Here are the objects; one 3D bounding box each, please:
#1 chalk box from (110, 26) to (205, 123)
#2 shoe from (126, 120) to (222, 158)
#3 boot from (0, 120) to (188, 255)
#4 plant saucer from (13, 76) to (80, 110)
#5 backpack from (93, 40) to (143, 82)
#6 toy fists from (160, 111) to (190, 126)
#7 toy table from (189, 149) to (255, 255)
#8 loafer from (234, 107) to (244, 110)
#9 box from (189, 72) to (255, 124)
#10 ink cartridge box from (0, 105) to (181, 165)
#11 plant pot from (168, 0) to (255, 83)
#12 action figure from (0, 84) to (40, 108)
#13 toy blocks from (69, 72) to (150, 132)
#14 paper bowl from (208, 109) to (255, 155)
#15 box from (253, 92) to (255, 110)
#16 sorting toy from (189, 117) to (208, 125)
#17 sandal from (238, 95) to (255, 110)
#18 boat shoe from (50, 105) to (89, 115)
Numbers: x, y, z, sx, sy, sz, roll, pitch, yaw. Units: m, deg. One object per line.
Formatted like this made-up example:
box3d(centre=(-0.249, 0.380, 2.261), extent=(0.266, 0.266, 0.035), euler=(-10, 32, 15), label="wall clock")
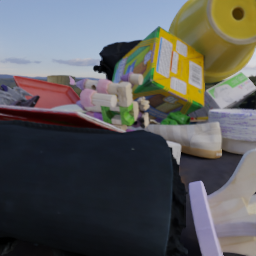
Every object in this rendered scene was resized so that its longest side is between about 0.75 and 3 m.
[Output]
box3d(centre=(0.471, -0.957, 6.751), extent=(1.460, 1.467, 2.359), euler=(22, -28, -28), label="chalk box")
box3d(centre=(0.766, 0.119, 5.740), extent=(2.399, 0.640, 0.839), euler=(7, 10, 40), label="shoe")
box3d(centre=(-0.839, 0.426, 2.449), extent=(2.202, 1.001, 2.621), euler=(8, -5, -7), label="boot")
box3d(centre=(-3.031, -1.110, 11.119), extent=(2.566, 0.471, 2.561), euler=(5, 30, -40), label="plant saucer")
box3d(centre=(0.341, -1.671, 10.213), extent=(2.388, 2.861, 1.811), euler=(4, 42, 23), label="backpack")
box3d(centre=(0.935, -0.085, 5.801), extent=(0.446, 0.301, 0.874), euler=(17, 38, 28), label="toy fists")
box3d(centre=(0.752, 0.621, 1.890), extent=(0.543, 0.853, 0.928), euler=(-16, 5, 12), label="toy table")
box3d(centre=(3.396, -0.192, 8.618), extent=(0.673, 0.623, 1.790), euler=(-39, -18, 23), label="loafer")
box3d(centre=(2.717, -0.759, 8.179), extent=(1.482, 0.717, 1.308), euler=(-28, -17, -22), label="box")
box3d(centre=(-0.911, 0.188, 3.362), extent=(2.502, 0.559, 2.205), euler=(7, -4, 29), label="ink cartridge box")
box3d(centre=(2.275, -2.422, 6.883), extent=(2.297, 2.297, 2.161), euler=(0, -1, -3), label="plant pot")
box3d(centre=(-3.482, -1.120, 6.415), extent=(2.698, 0.936, 1.756), euler=(35, 6, 4), label="action figure")
box3d(centre=(-0.391, -0.312, 4.719), extent=(1.072, 1.190, 1.274), euler=(9, 35, 26), label="toy blocks")
box3d(centre=(2.382, 0.057, 5.583), extent=(1.547, 0.805, 1.547), euler=(0, 8, 0), label="paper bowl")
box3d(centre=(4.368, -0.383, 7.375), extent=(1.923, 1.195, 1.428), euler=(4, 8, 20), label="box")
box3d(centre=(1.397, -0.064, 7.632), extent=(1.093, 0.383, 2.267), euler=(-3, 0, -18), label="sorting toy")
box3d(centre=(4.524, -0.590, 9.765), extent=(1.121, 0.806, 2.824), euler=(-53, 29, -19), label="sandal")
box3d(centre=(-1.323, -0.071, 6.388), extent=(0.991, 0.819, 2.647), euler=(0, 10, 15), label="boat shoe")
